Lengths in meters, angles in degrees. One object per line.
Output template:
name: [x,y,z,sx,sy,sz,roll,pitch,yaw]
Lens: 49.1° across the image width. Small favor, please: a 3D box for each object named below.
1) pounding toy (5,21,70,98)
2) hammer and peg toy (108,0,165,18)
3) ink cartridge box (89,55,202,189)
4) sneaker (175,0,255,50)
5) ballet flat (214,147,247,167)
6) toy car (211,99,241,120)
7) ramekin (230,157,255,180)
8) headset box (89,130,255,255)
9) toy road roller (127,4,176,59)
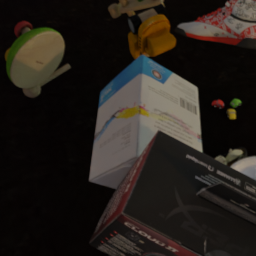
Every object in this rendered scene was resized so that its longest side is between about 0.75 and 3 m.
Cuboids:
pounding toy: [-2.028,-1.496,5.776,0.800,1.724,1.330,41,76,11]
hammer and peg toy: [0.347,-4.515,9.312,2.280,0.804,1.677,6,62,36]
ink cartridge box: [0.351,0.076,5.415,1.521,1.514,2.073,23,55,-29]
sneaker: [2.672,-3.163,8.082,2.542,1.362,0.849,20,23,26]
ballet flat: [2.708,0.920,7.815,1.524,0.557,0.557,-20,51,-17]
toy car: [3.501,-0.781,9.560,0.938,0.222,0.996,-27,53,-22]
ramekin: [3.227,1.872,6.559,2.232,1.088,2.232,0,48,0]
headset box: [0.820,1.429,3.849,2.201,2.961,1.111,27,59,1]
toy road roller: [0.709,-2.464,7.986,1.069,1.739,1.270,-25,67,-7]
